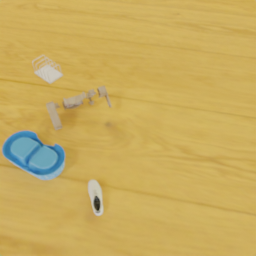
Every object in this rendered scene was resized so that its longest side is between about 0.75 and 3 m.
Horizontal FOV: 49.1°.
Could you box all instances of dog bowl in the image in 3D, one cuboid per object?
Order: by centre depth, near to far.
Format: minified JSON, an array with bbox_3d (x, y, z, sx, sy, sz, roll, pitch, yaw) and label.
[{"bbox_3d":[-2.782,0.851,8.395,2.022,0.501,1.127,23,55,18],"label":"dog bowl"}]

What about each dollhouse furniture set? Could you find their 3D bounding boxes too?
[{"bbox_3d":[-1.661,-0.664,9.505,2.004,1.039,0.887,-21,94,-16],"label":"dollhouse furniture set"}]

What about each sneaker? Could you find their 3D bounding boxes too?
[{"bbox_3d":[-0.856,1.848,7.568,0.363,0.352,0.995,-12,64,-14],"label":"sneaker"}]

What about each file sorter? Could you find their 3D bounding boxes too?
[{"bbox_3d":[-3.145,-2.291,10.874,0.955,0.595,0.663,34,59,24],"label":"file sorter"}]
